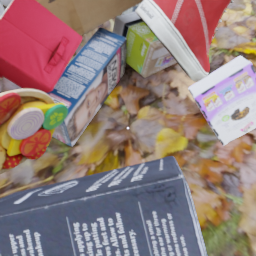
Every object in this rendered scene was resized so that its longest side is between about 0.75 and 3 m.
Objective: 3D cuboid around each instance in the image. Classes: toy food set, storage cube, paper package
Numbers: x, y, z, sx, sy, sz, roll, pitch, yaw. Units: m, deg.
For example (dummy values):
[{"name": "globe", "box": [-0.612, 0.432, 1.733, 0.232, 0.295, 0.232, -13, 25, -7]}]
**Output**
[{"name": "toy food set", "box": [-1.977, 0.178, 4.643, 0.489, 1.991, 2.011, 43, 31, 21]}, {"name": "storage cube", "box": [-1.799, -1.417, 5.046, 1.237, 1.376, 1.176, 34, 75, -29]}, {"name": "paper package", "box": [-1.265, -3.626, 5.873, 2.713, 2.846, 1.472, -29, 60, -4]}]

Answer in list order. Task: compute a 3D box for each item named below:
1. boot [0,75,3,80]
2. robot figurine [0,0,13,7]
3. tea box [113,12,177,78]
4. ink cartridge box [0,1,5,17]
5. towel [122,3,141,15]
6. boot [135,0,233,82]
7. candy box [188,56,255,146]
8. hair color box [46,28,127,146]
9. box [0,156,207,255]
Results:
[{"name": "boot", "box": [-3.089, -1.965, 5.743, 0.724, 1.979, 1.490, -17, 30, -40]}, {"name": "robot figurine", "box": [-3.472, -4.949, 9.487, 2.220, 1.386, 1.668, -22, 38, -12]}, {"name": "tea box", "box": [0.616, -2.514, 8.088, 1.602, 1.070, 1.576, -32, 65, -35]}, {"name": "ink cartridge box", "box": [-4.933, -2.957, 8.163, 2.321, 1.695, 1.703, 10, 62, 5]}, {"name": "towel", "box": [0.481, -4.269, 9.838, 1.175, 0.211, 1.220, 10, 63, 9]}, {"name": "boot", "box": [1.613, -2.098, 5.337, 2.088, 2.895, 1.048, -41, 66, 14]}, {"name": "candy box", "box": [1.322, -0.320, 3.580, 0.749, 0.893, 0.319, -32, 29, 13]}, {"name": "hair color box", "box": [-1.076, -1.078, 7.246, 0.861, 1.422, 2.844, 26, 63, 11]}, {"name": "box", "box": [-0.500, 1.277, 3.138, 2.532, 1.874, 1.321, -14, 87, 7]}]
